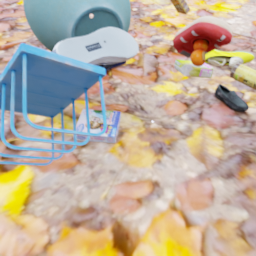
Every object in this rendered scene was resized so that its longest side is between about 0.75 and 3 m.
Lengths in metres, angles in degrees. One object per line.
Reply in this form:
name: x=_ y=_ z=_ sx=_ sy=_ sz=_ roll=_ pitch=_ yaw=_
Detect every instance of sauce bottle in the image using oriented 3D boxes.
sauce bottle: x=3.520 y=-1.280 z=7.640 sx=0.481 sy=0.481 sz=1.487 roll=-29 pitch=50 yaw=-30

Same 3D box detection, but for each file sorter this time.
file sorter: x=-1.323 y=-0.168 z=4.257 sx=1.255 sy=1.809 sz=1.110 roll=10 pitch=65 yaw=-38

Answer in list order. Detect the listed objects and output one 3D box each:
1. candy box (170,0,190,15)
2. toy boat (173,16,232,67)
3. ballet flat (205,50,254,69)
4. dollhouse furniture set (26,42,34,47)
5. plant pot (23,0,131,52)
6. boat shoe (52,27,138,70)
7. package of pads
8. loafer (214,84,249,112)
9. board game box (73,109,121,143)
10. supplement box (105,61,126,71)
candy box: x=1.797 y=-4.502 z=10.002 sx=0.253 sy=0.914 sz=0.528 roll=-49 pitch=41 yaw=0
toy boat: x=1.555 y=-1.733 z=5.993 sx=0.876 sy=1.342 sz=0.877 roll=16 pitch=75 yaw=-26
ballet flat: x=4.064 y=-2.778 z=11.491 sx=1.986 sy=0.664 sz=0.666 roll=13 pitch=63 yaw=20
dollhouse furniture set: x=-2.304 y=-1.583 z=7.363 sx=0.648 sy=1.245 sz=1.258 roll=-57 pitch=21 yaw=-7
plant pot: x=-1.058 y=-2.786 z=7.166 sx=2.836 sy=2.836 sz=1.910 roll=-15 pitch=46 yaw=-18
boat shoe: x=-0.791 y=-1.483 z=5.966 sx=2.208 sy=1.002 sz=0.781 roll=-26 pitch=85 yaw=-42
package of pads: x=1.650 y=-1.479 z=7.040 sx=0.824 sy=0.281 sz=0.636 roll=1 pitch=27 yaw=-16
loafer: x=3.436 y=-1.007 z=9.343 sx=0.468 sy=0.484 sz=1.379 roll=-20 pitch=43 yaw=-22
board game box: x=-0.895 y=-0.078 z=8.397 sx=1.227 sy=0.253 sz=1.230 roll=4 pitch=40 yaw=4
supplement box: x=-1.289 y=-3.500 z=11.735 sx=1.287 sy=1.294 sz=2.364 roll=-27 pitch=48 yaw=-30
